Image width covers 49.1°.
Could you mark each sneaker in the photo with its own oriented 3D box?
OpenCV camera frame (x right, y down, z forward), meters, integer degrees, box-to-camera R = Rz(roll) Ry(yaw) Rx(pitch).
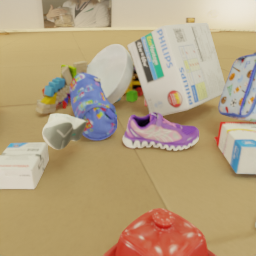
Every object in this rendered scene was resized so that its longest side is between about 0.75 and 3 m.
[{"bbox_3d":[0.883,0.031,7.558,2.085,0.922,0.838,1,28,3],"label":"sneaker"},{"bbox_3d":[-1.582,0.017,6.389,0.749,0.658,1.870,26,6,5],"label":"sneaker"}]

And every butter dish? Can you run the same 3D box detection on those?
[{"bbox_3d":[0.478,1.622,3.969,1.364,1.008,1.360,-21,32,-40],"label":"butter dish"}]

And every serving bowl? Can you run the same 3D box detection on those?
[{"bbox_3d":[-0.705,-1.847,10.606,0.833,2.532,2.532,28,2,-41],"label":"serving bowl"}]

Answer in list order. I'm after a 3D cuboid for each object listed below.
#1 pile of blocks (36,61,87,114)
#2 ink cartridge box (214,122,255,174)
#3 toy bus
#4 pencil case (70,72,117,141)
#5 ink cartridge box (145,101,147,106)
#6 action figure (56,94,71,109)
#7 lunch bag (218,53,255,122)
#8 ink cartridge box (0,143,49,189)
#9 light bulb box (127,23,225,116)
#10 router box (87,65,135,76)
[{"bbox_3d":[-2.601,-1.640,10.299,0.847,1.119,2.726,19,53,25],"label":"pile of blocks"},{"bbox_3d":[3.028,0.368,7.058,1.206,0.698,2.076,1,21,1],"label":"ink cartridge box"},{"bbox_3d":[-0.104,-2.206,12.103,2.622,1.355,2.474,-21,32,-39],"label":"toy bus"},{"bbox_3d":[-1.139,-0.787,8.796,1.228,1.104,2.828,-42,34,9],"label":"pencil case"},{"bbox_3d":[1.104,-1.076,10.795,0.855,0.363,0.623,4,24,11],"label":"ink cartridge box"},{"bbox_3d":[-2.540,-1.233,11.128,0.568,0.449,1.737,-3,21,-1],"label":"action figure"},{"bbox_3d":[3.287,-1.122,7.548,0.710,1.879,1.506,16,3,-17],"label":"lunch bag"},{"bbox_3d":[-2.404,0.827,6.335,0.898,0.518,1.230,0,24,0],"label":"ink cartridge box"},{"bbox_3d":[1.774,-2.025,9.686,2.689,2.665,1.678,-22,6,-42],"label":"light bulb box"},{"bbox_3d":[-1.004,-2.972,14.728,2.342,0.598,1.747,11,26,22],"label":"router box"}]
